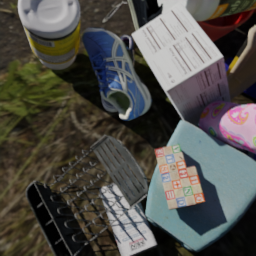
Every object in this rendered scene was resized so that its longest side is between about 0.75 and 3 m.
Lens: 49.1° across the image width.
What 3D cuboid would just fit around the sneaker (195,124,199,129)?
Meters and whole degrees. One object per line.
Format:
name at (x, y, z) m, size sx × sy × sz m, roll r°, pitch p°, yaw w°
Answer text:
sneaker at (2.019, -0.169, 8.356) m, size 0.733 × 0.507 × 1.214 m, roll -23°, pitch 61°, yaw -23°

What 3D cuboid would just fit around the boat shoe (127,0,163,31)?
boat shoe at (0.563, -2.935, 7.298) m, size 0.679 × 2.183 × 0.814 m, roll 10°, pitch 56°, yaw 31°

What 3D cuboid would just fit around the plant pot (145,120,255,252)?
plant pot at (1.544, 1.579, 6.602) m, size 2.178 × 2.172 × 2.218 m, roll 32°, pitch 76°, yaw 18°

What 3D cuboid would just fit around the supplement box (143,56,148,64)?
supplement box at (0.822, -2.133, 7.483) m, size 0.829 × 0.829 × 0.557 m, roll -30°, pitch 60°, yaw -1°

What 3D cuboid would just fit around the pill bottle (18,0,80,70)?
pill bottle at (-2.252, -2.877, 8.474) m, size 1.593 × 2.788 × 1.593 m, roll 2°, pitch 81°, yaw -10°

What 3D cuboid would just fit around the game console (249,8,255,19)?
game console at (4.555, -5.243, 10.655) m, size 2.884 × 1.712 × 2.486 m, roll 18°, pitch 62°, yaw 10°

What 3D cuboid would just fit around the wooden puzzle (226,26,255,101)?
wooden puzzle at (3.496, -2.007, 7.620) m, size 2.603 × 2.814 × 0.524 m, roll -35°, pitch 67°, yaw -20°

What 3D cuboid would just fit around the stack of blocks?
stack of blocks at (1.013, 0.963, 5.620) m, size 0.696 × 0.354 × 1.209 m, roll -14°, pitch 70°, yaw 4°

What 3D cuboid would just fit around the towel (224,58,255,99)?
towel at (3.853, -1.649, 9.392) m, size 1.612 × 0.399 × 1.190 m, roll 33°, pitch 59°, yaw 17°

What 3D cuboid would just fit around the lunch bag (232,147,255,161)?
lunch bag at (2.814, 0.453, 7.113) m, size 0.744 × 1.168 × 0.993 m, roll -9°, pitch 104°, yaw -25°

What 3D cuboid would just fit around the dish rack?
dish rack at (-0.963, 1.564, 6.829) m, size 2.759 × 0.753 × 2.116 m, roll -41°, pitch 67°, yaw 7°

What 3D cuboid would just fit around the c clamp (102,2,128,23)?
c clamp at (-0.507, -4.003, 9.684) m, size 0.987 × 0.134 × 0.844 m, roll -45°, pitch 31°, yaw 6°

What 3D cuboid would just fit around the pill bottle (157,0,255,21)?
pill bottle at (2.383, -3.906, 7.685) m, size 2.954 × 1.719 × 1.719 m, roll -20°, pitch 62°, yaw -20°

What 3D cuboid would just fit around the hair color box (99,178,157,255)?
hair color box at (-0.031, 2.252, 7.036) m, size 0.872 × 0.534 × 1.761 m, roll -18°, pitch 61°, yaw -10°

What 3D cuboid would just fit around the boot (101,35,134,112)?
boot at (-0.335, -1.787, 9.012) m, size 0.896 × 1.113 × 2.464 m, roll 8°, pitch 61°, yaw 5°

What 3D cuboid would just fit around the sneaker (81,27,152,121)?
sneaker at (-0.398, -1.527, 7.971) m, size 2.941 × 1.113 × 1.133 m, roll 54°, pitch 41°, yaw -9°

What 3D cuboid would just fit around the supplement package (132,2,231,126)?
supplement package at (1.345, -1.332, 6.684) m, size 1.277 × 2.303 × 1.794 m, roll -31°, pitch 61°, yaw 10°

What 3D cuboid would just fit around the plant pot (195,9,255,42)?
plant pot at (2.832, -3.983, 9.498) m, size 2.267 × 2.006 × 2.267 m, roll 0°, pitch 85°, yaw -1°

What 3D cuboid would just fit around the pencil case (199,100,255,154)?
pencil case at (2.496, 0.066, 5.489) m, size 1.103 × 2.523 × 1.103 m, roll -4°, pitch 102°, yaw -21°
